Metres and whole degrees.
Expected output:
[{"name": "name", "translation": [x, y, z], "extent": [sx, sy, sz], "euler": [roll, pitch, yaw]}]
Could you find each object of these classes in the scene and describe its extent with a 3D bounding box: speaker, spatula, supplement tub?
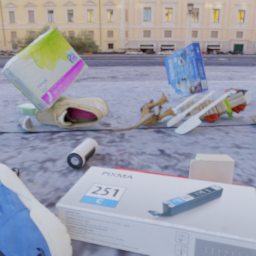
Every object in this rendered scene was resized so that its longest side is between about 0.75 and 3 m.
[{"name": "speaker", "translation": [-1.057, 0.588, 6.601], "extent": [0.405, 0.405, 0.997], "euler": [4, 17, 13]}, {"name": "spatula", "translation": [2.184, -0.638, 9.398], "extent": [2.361, 0.190, 1.641], "euler": [-33, 26, -16]}, {"name": "supplement tub", "translation": [4.980, -1.462, 12.809], "extent": [0.667, 0.667, 1.089], "euler": [-12, 21, -35]}]

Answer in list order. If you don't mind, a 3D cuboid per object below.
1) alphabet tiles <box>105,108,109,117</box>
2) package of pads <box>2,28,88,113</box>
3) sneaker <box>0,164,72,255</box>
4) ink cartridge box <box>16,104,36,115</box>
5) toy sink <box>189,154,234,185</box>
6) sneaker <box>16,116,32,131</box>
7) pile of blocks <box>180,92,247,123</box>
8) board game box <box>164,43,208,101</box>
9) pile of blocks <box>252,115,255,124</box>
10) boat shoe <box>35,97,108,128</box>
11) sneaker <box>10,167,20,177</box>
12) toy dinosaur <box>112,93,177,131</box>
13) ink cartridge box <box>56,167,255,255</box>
[{"name": "alphabet tiles", "translation": [-2.017, -0.649, 11.119], "extent": [2.417, 0.091, 2.020], "euler": [0, 17, 1]}, {"name": "package of pads", "translation": [-2.536, -1.850, 8.745], "extent": [0.759, 1.720, 2.227], "euler": [-11, 37, 49]}, {"name": "sneaker", "translation": [-2.029, 1.220, 3.524], "extent": [2.588, 0.993, 1.440], "euler": [23, 20, 39]}, {"name": "ink cartridge box", "translation": [-3.786, -0.820, 11.405], "extent": [0.889, 0.293, 1.222], "euler": [8, 20, 24]}, {"name": "toy sink", "translation": [1.532, 0.808, 5.371], "extent": [0.818, 0.533, 0.458], "euler": [1, 11, -3]}, {"name": "sneaker", "translation": [-3.353, -0.088, 8.998], "extent": [0.454, 0.413, 1.106], "euler": [-20, 15, -12]}, {"name": "pile of blocks", "translation": [3.116, -0.518, 9.973], "extent": [2.484, 1.020, 0.772], "euler": [-11, 61, -5]}, {"name": "board game box", "translation": [1.842, -1.767, 9.136], "extent": [0.330, 1.521, 1.513], "euler": [-9, -3, -28]}, {"name": "pile of blocks", "translation": [4.432, -0.056, 8.690], "extent": [0.585, 0.772, 1.882], "euler": [-42, 5, 6]}, {"name": "boat shoe", "translation": [-1.940, -0.445, 8.978], "extent": [2.552, 0.941, 0.883], "euler": [-6, 31, 17]}, {"name": "sneaker", "translation": [-2.414, 0.923, 5.629], "extent": [0.283, 0.331, 0.806], "euler": [0, 17, 0]}, {"name": "toy dinosaur", "translation": [0.699, -0.342, 9.283], "extent": [1.573, 0.895, 2.962], "euler": [-32, 4, 18]}, {"name": "ink cartridge box", "translation": [0.619, 1.085, 4.652], "extent": [2.738, 0.612, 2.412], "euler": [5, 19, 16]}]
